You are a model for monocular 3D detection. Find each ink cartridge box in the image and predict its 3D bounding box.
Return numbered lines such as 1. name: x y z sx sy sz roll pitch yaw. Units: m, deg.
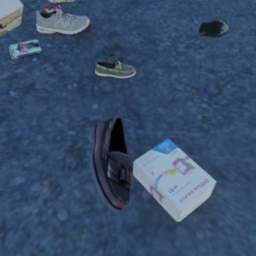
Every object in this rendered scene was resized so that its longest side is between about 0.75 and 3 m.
1. ink cartridge box: 1.378 1.554 8.617 1.504 0.881 2.082 -31 58 -24
2. ink cartridge box: -3.382 -3.055 7.607 0.867 1.183 0.491 -42 102 -22

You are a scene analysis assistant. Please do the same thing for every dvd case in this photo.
1. dvd case: -5.022 -3.831 13.630 1.428 0.157 1.042 -18 52 -13

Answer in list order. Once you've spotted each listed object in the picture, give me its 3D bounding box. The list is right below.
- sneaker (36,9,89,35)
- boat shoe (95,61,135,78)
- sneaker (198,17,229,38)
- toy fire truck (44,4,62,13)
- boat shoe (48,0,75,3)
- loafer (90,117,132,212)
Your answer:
1. sneaker: -3.407 -5.533 14.417 2.754 1.129 1.029 -6 50 -5
2. boat shoe: -0.571 -2.611 12.349 1.795 0.537 0.641 4 50 3
3. sneaker: 3.239 -3.612 10.197 0.700 0.666 1.766 7 18 -15
4. toy fire truck: -4.230 -6.631 15.889 0.868 0.300 1.231 -16 53 -12
5. boat shoe: -2.189 -5.070 10.447 0.700 0.767 2.131 36 40 -10
6. loafer: -0.364 0.702 7.084 0.898 1.025 2.852 -37 38 16
